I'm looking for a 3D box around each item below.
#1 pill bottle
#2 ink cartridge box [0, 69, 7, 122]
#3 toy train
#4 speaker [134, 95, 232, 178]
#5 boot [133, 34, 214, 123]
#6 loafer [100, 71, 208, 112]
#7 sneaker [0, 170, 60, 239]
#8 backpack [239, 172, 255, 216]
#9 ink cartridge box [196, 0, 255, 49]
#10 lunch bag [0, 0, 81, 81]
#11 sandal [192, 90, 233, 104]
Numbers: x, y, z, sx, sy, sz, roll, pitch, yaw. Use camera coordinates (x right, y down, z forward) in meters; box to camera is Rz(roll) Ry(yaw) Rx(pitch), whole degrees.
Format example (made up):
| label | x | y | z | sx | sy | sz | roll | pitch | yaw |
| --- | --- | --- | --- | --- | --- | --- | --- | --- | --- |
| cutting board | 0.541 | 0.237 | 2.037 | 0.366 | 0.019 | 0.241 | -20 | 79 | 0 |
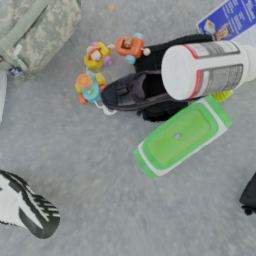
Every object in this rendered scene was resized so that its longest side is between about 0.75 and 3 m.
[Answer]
| label | x | y | z | sx | sy | sz | roll | pitch | yaw |
| --- | --- | --- | --- | --- | --- | --- | --- | --- | --- |
| pill bottle | 1.527 | -1.077 | 5.061 | 1.660 | 0.919 | 0.919 | -12 | 77 | -21 |
| ink cartridge box | -4.278 | -0.975 | 7.128 | 2.103 | 0.428 | 2.108 | 11 | 66 | -28 |
| toy train | -0.548 | -1.589 | 7.375 | 1.723 | 0.638 | 2.294 | 20 | 85 | 24 |
| speaker | 1.227 | 0.224 | 6.487 | 2.194 | 0.970 | 0.970 | -38 | 80 | 13 |
| boot | 1.252 | -1.292 | 7.477 | 2.422 | 0.896 | 1.984 | -12 | 75 | 6 |
| loafer | 0.570 | -1.011 | 6.649 | 2.718 | 0.856 | 0.977 | -6 | 77 | 13 |
| sneaker | -2.495 | 1.898 | 6.449 | 2.488 | 0.917 | 0.995 | 23 | 81 | 41 |
| backpack | 3.687 | 1.659 | 6.416 | 1.798 | 1.500 | 1.138 | 29 | 57 | 22 |
| ink cartridge box | 2.998 | -2.402 | 7.239 | 0.495 | 2.108 | 2.083 | -4 | 73 | -43 |
| lunch bag | -2.438 | -2.515 | 6.861 | 1.824 | 2.196 | 2.618 | 39 | 77 | -21 |
| sandal | 2.252 | -0.858 | 7.376 | 0.495 | 1.137 | 0.452 | -10 | 89 | -39 |
